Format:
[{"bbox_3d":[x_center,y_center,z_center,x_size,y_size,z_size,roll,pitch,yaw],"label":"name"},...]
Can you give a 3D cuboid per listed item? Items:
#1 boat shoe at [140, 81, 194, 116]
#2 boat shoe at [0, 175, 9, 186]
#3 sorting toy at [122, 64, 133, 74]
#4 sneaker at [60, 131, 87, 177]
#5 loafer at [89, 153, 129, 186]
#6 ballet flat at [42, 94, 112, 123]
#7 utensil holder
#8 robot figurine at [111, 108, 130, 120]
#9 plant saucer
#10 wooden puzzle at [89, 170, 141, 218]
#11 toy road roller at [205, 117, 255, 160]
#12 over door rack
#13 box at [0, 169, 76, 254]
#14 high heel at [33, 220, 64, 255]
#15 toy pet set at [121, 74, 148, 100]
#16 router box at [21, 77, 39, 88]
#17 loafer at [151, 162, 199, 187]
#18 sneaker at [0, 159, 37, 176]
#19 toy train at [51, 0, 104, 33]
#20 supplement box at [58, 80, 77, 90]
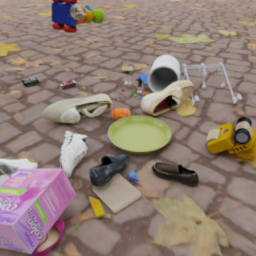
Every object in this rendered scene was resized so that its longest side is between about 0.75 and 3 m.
[{"bbox_3d":[1.915,-1.233,12.417,2.821,1.040,0.976,-26,43,-19],"label":"boat shoe"},{"bbox_3d":[-4.125,1.856,8.258,1.326,0.410,0.497,-31,60,-26],"label":"boat shoe"},{"bbox_3d":[-0.046,-3.371,16.215,0.581,0.204,1.204,-2,35,-3],"label":"sorting toy"},{"bbox_3d":[-1.840,0.844,9.539,0.858,0.795,2.117,6,34,-6],"label":"sneaker"},{"bbox_3d":[-0.556,1.158,8.844,0.646,0.668,1.902,-7,14,32],"label":"loafer"},{"bbox_3d":[-1.991,-0.733,11.697,2.995,1.040,1.040,-19,39,-26],"label":"ballet flat"},{"bbox_3d":[1.847,-2.685,14.026,1.542,1.542,1.815,6,33,9],"label":"utensil holder"},{"bbox_3d":[-0.281,-0.583,11.849,0.822,0.479,0.591,-5,-10,-7],"label":"robot figurine"},{"bbox_3d":[0.426,0.295,10.642,2.362,0.367,2.362,-1,34,0],"label":"plant saucer"},{"bbox_3d":[-0.360,1.946,8.359,1.807,0.211,1.219,-19,42,-26],"label":"wooden puzzle"},{"bbox_3d":[3.764,0.542,9.903,1.738,1.268,1.068,-24,18,37],"label":"toy road roller"},{"bbox_3d":[3.898,-2.048,13.740,2.178,0.982,2.948,-4,48,-3],"label":"over door rack"},{"bbox_3d":[-2.665,1.991,7.161,1.717,0.944,1.952,-4,30,29],"label":"box"},{"bbox_3d":[-1.879,2.679,6.852,0.410,0.585,1.216,25,41,1],"label":"high heel"},{"bbox_3d":[0.541,-2.154,13.940,1.380,0.733,1.288,28,43,34],"label":"toy pet set"},{"bbox_3d":[-5.143,-2.404,14.741,0.795,0.247,0.596,-17,38,-25],"label":"router box"},{"bbox_3d":[1.506,1.347,8.903,1.551,0.553,0.566,13,36,18],"label":"loafer"},{"bbox_3d":[-3.601,1.256,9.183,1.327,0.517,0.659,15,29,6],"label":"sneaker"},{"bbox_3d":[-1.535,-4.001,10.013,1.602,1.172,2.769,-13,29,-36],"label":"toy train"},{"bbox_3d":[-3.125,-2.222,14.473,0.819,0.249,0.446,-20,39,-25],"label":"supplement box"}]
